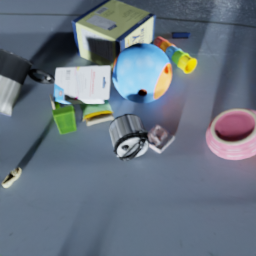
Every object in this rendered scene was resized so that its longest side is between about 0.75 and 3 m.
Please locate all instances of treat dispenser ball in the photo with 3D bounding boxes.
[{"bbox_3d":[0.578,-2.294,11.855,2.502,2.502,2.502,0,51,0],"label":"treat dispenser ball"}]

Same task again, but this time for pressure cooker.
[{"bbox_3d":[0.045,0.426,10.366,1.380,1.359,1.545,-13,49,-6],"label":"pressure cooker"}]

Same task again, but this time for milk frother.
[{"bbox_3d":[-4.679,-1.667,11.931,2.549,2.300,2.397,23,88,-17],"label":"milk frother"}]

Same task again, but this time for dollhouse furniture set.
[{"bbox_3d":[-1.886,-0.944,11.544,2.418,1.213,1.584,-15,53,-12],"label":"dollhouse furniture set"}]

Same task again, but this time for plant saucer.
[{"bbox_3d":[4.044,0.084,10.529,2.309,0.585,2.309,-18,45,19],"label":"plant saucer"}]

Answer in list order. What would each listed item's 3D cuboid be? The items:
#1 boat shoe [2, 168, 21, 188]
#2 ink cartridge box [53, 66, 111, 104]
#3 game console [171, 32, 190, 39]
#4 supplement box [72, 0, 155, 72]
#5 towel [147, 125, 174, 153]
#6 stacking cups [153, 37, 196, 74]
[{"bbox_3d":[-4.148,1.750,9.981,0.305,0.261,0.832,22,58,12],"label":"boat shoe"},{"bbox_3d":[-1.734,-1.713,11.377,2.401,0.814,1.382,1,84,18],"label":"ink cartridge box"},{"bbox_3d":[2.895,-5.212,15.395,0.925,0.547,0.789,0,52,-1],"label":"game console"},{"bbox_3d":[-0.655,-4.617,14.001,2.903,1.951,2.906,30,57,22],"label":"supplement box"},{"bbox_3d":[1.187,0.415,11.136,0.981,0.165,1.027,34,58,25],"label":"towel"},{"bbox_3d":[2.222,-3.726,14.139,0.811,0.811,2.679,-29,53,-21],"label":"stacking cups"}]
